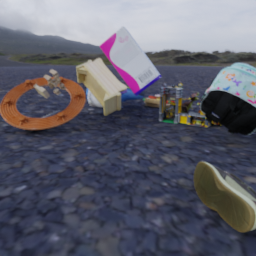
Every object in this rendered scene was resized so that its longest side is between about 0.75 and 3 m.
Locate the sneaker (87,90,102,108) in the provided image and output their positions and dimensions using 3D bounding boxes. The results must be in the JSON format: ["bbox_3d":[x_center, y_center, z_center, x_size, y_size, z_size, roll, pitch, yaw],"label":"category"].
[{"bbox_3d":[-1.129,-1.264,11.384,0.990,1.317,2.644,12,25,-12],"label":"sneaker"}]

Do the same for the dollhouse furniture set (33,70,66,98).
[{"bbox_3d":[-2.542,-1.388,9.012,0.507,0.716,0.780,30,68,32],"label":"dollhouse furniture set"}]

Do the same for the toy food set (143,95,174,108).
[{"bbox_3d":[1.586,-1.343,13.836,1.710,0.416,1.692,-2,16,-3],"label":"toy food set"}]

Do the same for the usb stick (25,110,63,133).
[{"bbox_3d":[-2.932,-0.272,10.029,0.572,0.336,2.062,-24,9,20],"label":"usb stick"}]

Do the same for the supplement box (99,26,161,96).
[{"bbox_3d":[0.124,-2.355,10.018,1.093,2.161,1.117,-35,5,14],"label":"supplement box"}]

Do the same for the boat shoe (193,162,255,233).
[{"bbox_3d":[1.720,1.129,4.787,0.612,0.665,1.862,8,12,-13],"label":"boat shoe"}]

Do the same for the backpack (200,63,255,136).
[{"bbox_3d":[3.144,-0.834,7.869,1.886,1.600,2.125,32,-5,12],"label":"backpack"}]

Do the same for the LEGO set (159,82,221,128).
[{"bbox_3d":[2.388,-1.022,10.648,2.627,1.522,2.020,14,21,40],"label":"LEGO set"}]

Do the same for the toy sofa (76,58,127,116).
[{"bbox_3d":[-0.928,-1.482,9.896,0.985,0.836,2.020,-29,61,-22],"label":"toy sofa"}]

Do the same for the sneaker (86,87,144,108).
[{"bbox_3d":[-0.624,-1.436,13.001,2.864,1.123,0.944,10,6,20],"label":"sneaker"}]

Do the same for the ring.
[{"bbox_3d":[-2.949,-1.001,9.737,2.901,0.278,2.901,1,43,-1],"label":"ring"}]
